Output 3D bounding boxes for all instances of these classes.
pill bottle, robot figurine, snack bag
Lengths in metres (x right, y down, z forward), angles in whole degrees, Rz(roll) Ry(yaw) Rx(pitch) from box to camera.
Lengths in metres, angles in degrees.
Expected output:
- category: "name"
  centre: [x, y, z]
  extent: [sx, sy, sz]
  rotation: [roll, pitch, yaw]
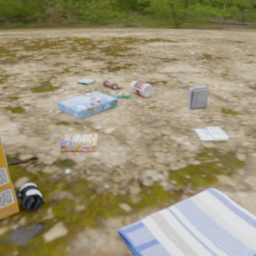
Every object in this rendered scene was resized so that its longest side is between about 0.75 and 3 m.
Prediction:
- category: "pill bottle"
  centre: [0.667, -2.093, 14.899]
  extent: [0.700, 0.700, 1.239]
  rotation: [-17, 30, -31]
- category: "robot figurine"
  centre: [-2.438, 1.731, 7.000]
  extent: [0.488, 0.588, 0.782]
  rotation: [-29, 35, -18]
- category: "snack bag"
  centre: [3.137, 0.221, 10.642]
  extent: [1.067, 0.114, 1.006]
  rotation: [-2, 26, -4]

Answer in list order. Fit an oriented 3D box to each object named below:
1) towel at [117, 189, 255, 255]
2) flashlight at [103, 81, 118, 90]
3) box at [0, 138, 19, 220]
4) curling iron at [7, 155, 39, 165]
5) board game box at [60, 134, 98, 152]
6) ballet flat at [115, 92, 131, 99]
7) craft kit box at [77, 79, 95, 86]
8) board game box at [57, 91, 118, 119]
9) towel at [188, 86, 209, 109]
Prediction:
- category: "towel"
  centre: [1.509, 2.285, 5.970]
  extent: [2.903, 0.346, 2.132]
  rotation: [-14, 28, -27]
- category: "flashlight"
  centre: [-1.036, -2.503, 16.142]
  extent: [0.379, 0.381, 1.120]
  rotation: [-21, 33, -29]
- category: "box"
  centre: [-3.375, 0.480, 6.680]
  extent: [0.620, 2.991, 1.780]
  rotation: [-16, 29, -30]
- category: "curling iron"
  centre: [-3.325, 1.017, 8.831]
  extent: [0.984, 0.244, 0.126]
  rotation: [-11, 55, -5]
- category: "board game box"
  centre: [-1.691, 0.511, 9.822]
  extent: [1.198, 0.277, 0.908]
  rotation: [0, 25, 1]
- category: "ballet flat"
  centre: [-0.251, -1.710, 14.558]
  extent: [0.832, 0.293, 0.280]
  rotation: [5, 25, 10]
- category: "craft kit box"
  centre: [-2.544, -2.787, 17.001]
  extent: [0.817, 0.198, 0.807]
  rotation: [14, 31, 27]
- category: "board game box"
  centre: [-1.880, -1.123, 13.149]
  extent: [2.251, 0.412, 1.703]
  rotation: [-22, 33, -39]
- category: "towel"
  centre: [3.275, -1.386, 13.014]
  extent: [0.846, 1.021, 0.437]
  rotation: [-7, 28, -11]
